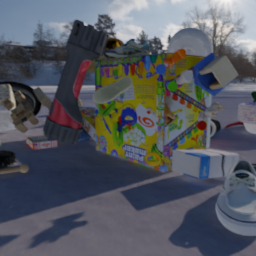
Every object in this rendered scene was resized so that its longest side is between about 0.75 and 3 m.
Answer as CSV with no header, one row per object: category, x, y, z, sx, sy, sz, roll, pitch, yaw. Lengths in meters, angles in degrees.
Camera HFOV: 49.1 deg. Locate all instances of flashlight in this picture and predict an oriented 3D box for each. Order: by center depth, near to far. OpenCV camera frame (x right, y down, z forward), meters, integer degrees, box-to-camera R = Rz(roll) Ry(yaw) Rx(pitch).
flashlight,-1.260,-1.057,7.004,0.976,2.873,0.973,23,7,11

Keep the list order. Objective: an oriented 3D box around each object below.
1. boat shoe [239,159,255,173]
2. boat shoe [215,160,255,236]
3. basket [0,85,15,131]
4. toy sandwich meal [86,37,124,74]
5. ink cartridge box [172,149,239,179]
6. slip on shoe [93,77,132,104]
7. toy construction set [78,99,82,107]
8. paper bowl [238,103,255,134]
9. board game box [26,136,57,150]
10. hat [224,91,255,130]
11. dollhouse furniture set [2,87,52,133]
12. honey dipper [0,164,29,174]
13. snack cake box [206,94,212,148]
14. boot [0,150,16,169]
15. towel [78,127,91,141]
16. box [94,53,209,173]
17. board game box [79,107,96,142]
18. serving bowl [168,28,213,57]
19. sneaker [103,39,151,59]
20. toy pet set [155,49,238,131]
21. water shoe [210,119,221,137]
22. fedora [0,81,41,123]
boat shoe,2.572,0.876,6.413,0.932,0.318,0.344,6,11,37
boat shoe,1.820,1.015,4.611,0.716,0.650,1.947,3,10,16
basket,-5.562,-0.760,10.925,2.234,1.378,1.514,-6,-27,-15
toy sandwich meal,-0.941,-2.373,9.768,2.132,0.730,2.132,-21,-15,-6
ink cartridge box,1.682,0.758,6.112,1.181,0.498,0.854,1,4,-30
slip on shoe,-0.315,-0.780,5.856,0.919,0.340,0.281,-28,4,11
toy construction set,-3.595,-1.195,17.311,1.905,0.878,1.249,-19,18,-31
paper bowl,5.585,-0.379,11.201,2.269,1.180,2.269,0,10,0
board game box,-2.834,0.455,9.137,0.771,0.236,1.017,-6,11,-30
hat,5.956,-0.181,12.975,2.688,2.366,2.226,35,4,2
dollhouse furniture set,-3.275,-0.619,9.451,1.350,1.241,0.879,-36,-27,-5
honey dipper,-3.025,0.990,5.937,1.811,0.344,0.344,-2,9,-39
snack cake box,1.393,-0.440,9.526,0.998,1.708,2.971,-8,15,-29
boot,-3.358,0.760,6.810,1.070,0.396,0.877,10,13,1
towel,-1.611,0.030,10.653,1.249,0.543,2.238,6,12,29
box,0.524,-0.534,7.619,1.697,2.679,2.781,-7,13,-40
board game box,-0.966,-0.187,10.109,1.447,0.368,2.153,-1,26,-35
serving bowl,2.851,-3.543,13.188,2.148,2.148,0.707,5,40,25
sneaker,-0.028,-2.388,8.589,1.498,0.647,0.581,-2,7,-13
toy pet set,1.452,-0.990,6.066,1.514,1.621,0.861,-39,10,-11
water shoe,2.286,-0.227,10.904,2.584,0.924,1.020,26,24,37
fedora,-5.332,-0.828,12.763,2.684,2.684,1.226,-3,43,-17
